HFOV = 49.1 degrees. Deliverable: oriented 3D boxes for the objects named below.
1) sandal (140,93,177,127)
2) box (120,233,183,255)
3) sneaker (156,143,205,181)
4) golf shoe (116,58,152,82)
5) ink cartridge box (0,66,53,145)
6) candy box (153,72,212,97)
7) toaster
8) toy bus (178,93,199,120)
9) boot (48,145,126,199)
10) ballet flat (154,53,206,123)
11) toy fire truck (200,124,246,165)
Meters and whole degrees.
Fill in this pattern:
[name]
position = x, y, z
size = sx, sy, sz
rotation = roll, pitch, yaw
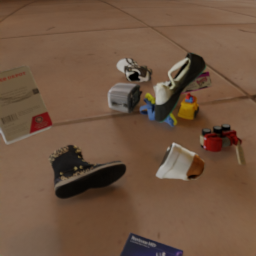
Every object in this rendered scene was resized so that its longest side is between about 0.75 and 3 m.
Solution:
[sandal]
position = 1.331, -0.663, 12.937
size = 0.948, 0.865, 2.177
rotation = -46, 53, -3
[box]
position = 0.344, 3.594, 6.324
size = 1.405, 0.990, 1.898
rotation = 11, 36, 17
[sneaker]
position = 0.919, 0.712, 4.945
size = 0.702, 1.659, 0.604
rotation = 23, 83, 5
[golf shoe]
position = 0.134, -3.410, 16.653
size = 2.646, 1.029, 1.250
rotation = 25, 41, 34
[ink cartridge box]
position = -2.695, -0.548, 6.782
size = 1.151, 1.585, 0.661
rotation = -23, 2, -23
[candy box]
position = 2.594, -2.049, 13.807
size = 1.732, 0.775, 2.541
rotation = -14, 5, -20
[toaster]
position = -0.170, -1.561, 13.843
size = 1.262, 1.110, 1.954
rotation = 10, 36, 18
[toy bus]
position = 2.894, -1.137, 13.174
size = 0.821, 1.162, 1.210
rotation = 15, 35, 23
[boot]
position = -1.509, 1.315, 9.819
size = 2.491, 0.912, 1.876
rotation = -20, 39, -17
[ballet flat]
position = 1.605, -1.522, 10.063
size = 0.949, 2.774, 0.943
rotation = 34, 6, -26
[toy fire truck]
position = 3.751, 0.689, 10.818
size = 1.411, 1.031, 1.603
rotation = -11, 26, -17
